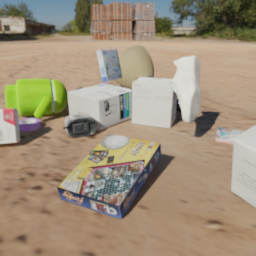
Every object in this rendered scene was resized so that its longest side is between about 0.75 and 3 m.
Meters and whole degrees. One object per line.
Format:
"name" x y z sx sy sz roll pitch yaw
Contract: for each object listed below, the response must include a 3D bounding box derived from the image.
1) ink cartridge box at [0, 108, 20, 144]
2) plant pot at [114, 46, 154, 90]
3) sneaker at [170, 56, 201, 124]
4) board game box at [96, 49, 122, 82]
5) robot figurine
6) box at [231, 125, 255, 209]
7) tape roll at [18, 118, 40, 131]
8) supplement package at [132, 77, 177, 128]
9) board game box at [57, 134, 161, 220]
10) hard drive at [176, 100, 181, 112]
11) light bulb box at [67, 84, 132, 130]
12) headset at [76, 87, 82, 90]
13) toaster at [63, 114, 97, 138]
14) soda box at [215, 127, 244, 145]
"ink cartridge box" -4.383 -0.027 9.029 1.537 1.115 0.641 -4 3 -10
"plant pot" 0.479 -3.042 15.657 2.524 2.524 1.695 -18 62 -39
"sneaker" 1.772 -1.187 8.967 0.940 2.125 0.799 0 -5 33
"board game box" -0.791 -2.739 12.219 0.286 1.312 1.318 -3 14 30
"robot figurine" -3.736 -1.295 11.741 2.586 1.496 2.269 -5 21 -20
"box" 3.783 0.808 5.595 2.374 1.560 2.386 -26 35 -22
"tape roll" -3.754 -0.131 10.614 0.791 0.259 0.791 1 21 0
"supplement package" 1.057 -1.032 10.996 1.579 1.652 1.215 8 23 17
"board game box" -0.351 1.029 6.888 1.609 0.411 2.375 10 34 25
"hard drive" 1.377 -1.059 12.799 1.986 0.376 1.387 -3 22 -10
"light bulb box" -1.075 -0.934 11.316 1.917 1.207 1.934 19 29 40
"headset" -1.938 -1.279 12.361 0.558 1.187 0.733 -26 41 -9
"toaster" -1.771 -0.091 9.956 1.220 0.693 0.788 -9 20 -20
"soda box" 3.556 0.320 9.242 1.229 0.420 0.391 10 24 24
